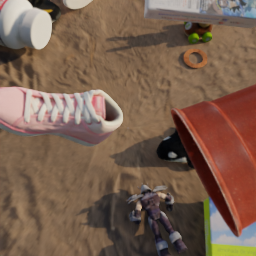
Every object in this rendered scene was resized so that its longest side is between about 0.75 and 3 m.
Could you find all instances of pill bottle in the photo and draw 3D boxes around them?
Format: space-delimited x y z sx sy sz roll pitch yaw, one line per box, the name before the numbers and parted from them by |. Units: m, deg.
pill bottle | -3.939 -3.404 8.780 2.820 1.561 1.561 19 68 9

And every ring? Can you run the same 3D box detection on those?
ring | 2.193 -2.259 9.116 0.760 0.073 0.760 0 67 -1

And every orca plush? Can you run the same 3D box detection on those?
orca plush | 2.052 0.365 7.522 2.506 0.891 1.319 3 67 1

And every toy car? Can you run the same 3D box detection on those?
toy car | 2.352 -3.494 9.063 0.901 1.142 0.938 -7 67 -3

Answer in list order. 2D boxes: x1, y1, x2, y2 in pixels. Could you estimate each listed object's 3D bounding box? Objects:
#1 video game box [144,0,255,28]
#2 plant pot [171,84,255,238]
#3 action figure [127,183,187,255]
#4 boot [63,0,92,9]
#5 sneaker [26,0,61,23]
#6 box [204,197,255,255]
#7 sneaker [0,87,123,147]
video game box | 1.514 -3.307 5.352 2.269 0.583 2.491 4 92 -3
plant pot | 2.247 0.241 4.670 2.256 2.320 2.320 -25 68 4
action figure | 0.684 2.215 6.897 1.223 0.652 1.879 -23 65 -2
boot | -1.643 -5.171 10.037 1.085 0.874 2.402 36 63 20
sneaker | -3.572 -4.398 9.423 2.661 1.198 0.931 24 69 10
box | 2.664 2.736 6.637 1.594 0.623 2.614 4 67 2
sneaker | -1.012 -0.307 4.407 2.112 1.104 0.795 17 57 -37
